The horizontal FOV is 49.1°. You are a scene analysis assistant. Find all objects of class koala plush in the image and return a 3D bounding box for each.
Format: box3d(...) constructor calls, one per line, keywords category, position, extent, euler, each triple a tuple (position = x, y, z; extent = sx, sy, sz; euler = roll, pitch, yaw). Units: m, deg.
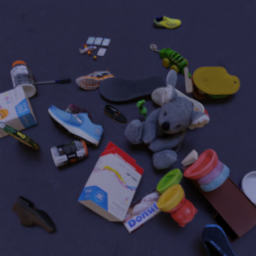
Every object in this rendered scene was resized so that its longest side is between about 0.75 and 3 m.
box3d(category="koala plush", position=(1.517, -0.226, 10.064), extent=(2.165, 2.441, 2.243), euler=(42, 46, 12))

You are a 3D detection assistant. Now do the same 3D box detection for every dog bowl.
box3d(category="dog bowl", position=(4.604, 2.239, 9.882), extent=(1.315, 0.518, 1.315), euler=(1, 56, -1))

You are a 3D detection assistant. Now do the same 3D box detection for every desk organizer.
box3d(category="desk organizer", position=(3.088, 2.304, 9.580), extent=(1.101, 1.026, 2.860), euler=(-31, 61, -13))

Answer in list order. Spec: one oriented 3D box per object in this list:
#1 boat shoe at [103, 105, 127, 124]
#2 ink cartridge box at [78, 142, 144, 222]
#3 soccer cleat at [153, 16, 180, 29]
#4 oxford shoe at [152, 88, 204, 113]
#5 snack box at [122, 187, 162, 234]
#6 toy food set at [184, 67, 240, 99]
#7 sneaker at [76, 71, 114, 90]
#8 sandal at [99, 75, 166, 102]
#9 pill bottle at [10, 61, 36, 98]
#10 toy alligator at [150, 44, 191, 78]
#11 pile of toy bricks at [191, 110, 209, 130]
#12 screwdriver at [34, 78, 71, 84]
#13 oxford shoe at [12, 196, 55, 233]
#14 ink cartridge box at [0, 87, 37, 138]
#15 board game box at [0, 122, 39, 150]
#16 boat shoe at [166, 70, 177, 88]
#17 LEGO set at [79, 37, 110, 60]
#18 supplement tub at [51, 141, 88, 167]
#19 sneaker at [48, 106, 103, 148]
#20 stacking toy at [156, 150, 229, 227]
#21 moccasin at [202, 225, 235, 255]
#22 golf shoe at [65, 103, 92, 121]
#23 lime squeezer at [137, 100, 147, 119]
box3d(category="boat shoe", position=(-0.530, -0.565, 11.750), extent=(1.155, 0.362, 0.422), euler=(34, 66, 9))
box3d(category="ink cartridge box", position=(-0.443, 1.734, 9.630), extent=(1.445, 0.836, 2.487), euler=(39, 56, -20))
box3d(category="soccer cleat", position=(2.061, -5.632, 14.851), extent=(1.482, 0.620, 0.479), euler=(0, 58, 0))
box3d(category="oxford shoe", position=(1.873, -1.015, 11.171), extent=(2.381, 0.895, 0.687), euler=(29, 26, 33))
box3d(category="snack box", position=(0.740, 2.713, 9.727), extent=(2.157, 0.262, 0.775), euler=(-30, 56, -17))
box3d(category="toy food set", position=(3.505, -1.860, 12.251), extent=(2.551, 0.833, 1.501), euler=(-1, 60, -10))
box3d(category="sneaker", position=(-1.490, -2.208, 12.672), extent=(1.764, 0.690, 0.681), euler=(-8, 52, -19))
box3d(category="sandal", position=(0.182, -1.671, 12.323), extent=(2.924, 0.626, 1.112), euler=(-2, 82, 2))
box3d(category="pill bottle", position=(-4.724, -2.211, 12.485), extent=(0.924, 0.924, 1.740), euler=(-18, 57, -11))
box3d(category="toy alligator", position=(2.002, -3.425, 13.361), extent=(0.836, 0.765, 2.819), euler=(-33, 63, -19))
box3d(category="pile of toy bricks", position=(2.434, -0.848, 11.628), extent=(1.040, 0.926, 1.875), euler=(-30, 62, -18))
box3d(category="screwdriver", position=(-3.502, -2.085, 12.853), extent=(1.758, 0.245, 0.256), euler=(-11, 89, -4))
box3d(category="oxford shoe", position=(-3.192, 3.060, 9.423), extent=(1.724, 0.626, 0.728), euler=(29, 78, 19))
box3d(category="ink cartridge box", position=(-5.288, -0.461, 11.376), extent=(2.624, 0.890, 1.510), euler=(-23, 60, -12))
box3d(category="board game box", position=(-3.891, 0.331, 10.122), extent=(1.036, 1.977, 0.232), euler=(30, 75, 2))
box3d(category="boat shoe", position=(1.807, -1.891, 12.201), extent=(0.455, 1.237, 0.413), euler=(4, 13, -15))
box3d(category="LEGO set", position=(-1.687, -4.059, 14.019), extent=(1.172, 0.385, 1.569), euler=(12, 58, 11))
box3d(category="supplement tub", position=(-2.200, 0.935, 10.523), extent=(1.235, 0.757, 0.757), euler=(-17, 59, -20))
box3d(category="sneaker", position=(-2.065, -0.216, 11.142), extent=(2.432, 0.953, 1.094), euler=(31, 68, 3))
box3d(category="stacking toy", position=(2.010, 1.810, 8.858), extent=(2.377, 2.152, 1.004), euler=(-43, 94, 1))
box3d(category="moccasin", position=(2.682, 3.967, 8.056), extent=(0.798, 0.941, 2.340), euler=(-31, 89, -50))
box3d(category="golf shoe", position=(-2.022, -0.576, 11.575), extent=(1.157, 0.533, 0.420), euler=(33, 42, -29))
box3d(category="lime squeezer", position=(0.653, -0.692, 11.081), extent=(0.633, 1.792, 0.338), euler=(33, 70, 31))
